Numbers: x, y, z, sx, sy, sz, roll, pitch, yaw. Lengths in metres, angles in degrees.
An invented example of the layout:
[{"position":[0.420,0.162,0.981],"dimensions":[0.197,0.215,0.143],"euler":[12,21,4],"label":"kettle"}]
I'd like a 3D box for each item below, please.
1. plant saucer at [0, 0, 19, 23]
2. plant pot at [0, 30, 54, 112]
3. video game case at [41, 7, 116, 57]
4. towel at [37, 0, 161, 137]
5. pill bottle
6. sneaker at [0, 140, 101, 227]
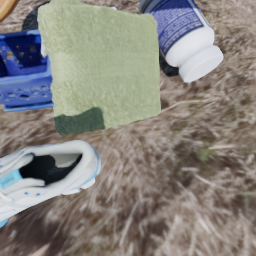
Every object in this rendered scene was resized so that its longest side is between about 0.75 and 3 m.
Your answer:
[{"position":[-2.983,-3.059,6.115],"dimensions":[2.056,0.385,2.056],"euler":[-5,78,27],"label":"plant saucer"},{"position":[-2.896,-1.501,7.961],"dimensions":[1.847,1.661,1.847],"euler":[-8,59,-6],"label":"plant pot"},{"position":[-1.120,-2.102,6.201],"dimensions":[1.649,1.181,0.149],"euler":[-28,96,-18],"label":"video game case"},{"position":[-0.234,-0.942,4.507],"dimensions":[0.467,1.897,2.558],"euler":[3,14,37],"label":"towel"},{"position":[1.304,-2.358,6.950],"dimensions":[1.307,1.307,2.259],"euler":[-23,76,-17],"label":"pill bottle"},{"position":[-1.011,0.465,2.318],"dimensions":[1.657,0.718,0.621],"euler":[-25,79,-14],"label":"sneaker"}]
